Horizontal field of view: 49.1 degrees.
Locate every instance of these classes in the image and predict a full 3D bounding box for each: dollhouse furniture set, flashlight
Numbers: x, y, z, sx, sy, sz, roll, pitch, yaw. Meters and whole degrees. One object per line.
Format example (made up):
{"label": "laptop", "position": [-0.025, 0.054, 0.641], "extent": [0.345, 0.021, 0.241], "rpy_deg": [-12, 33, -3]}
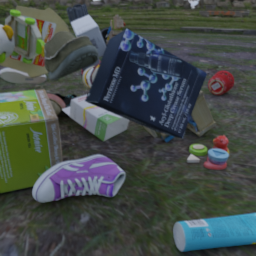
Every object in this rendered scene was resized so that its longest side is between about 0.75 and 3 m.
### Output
{"label": "dollhouse furniture set", "position": [1.774, -0.355, 10.882], "extent": [2.326, 1.639, 1.630], "rpy_deg": [-35, 31, -4]}
{"label": "flashlight", "position": [-1.613, -3.101, 10.688], "extent": [0.981, 2.897, 0.984], "rpy_deg": [18, 42, 40]}

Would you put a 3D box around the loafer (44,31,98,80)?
{"label": "loafer", "position": [-1.348, -1.489, 5.650], "extent": [0.917, 0.849, 2.438], "rpy_deg": [-29, 16, -21]}

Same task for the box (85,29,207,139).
{"label": "box", "position": [0.416, -0.965, 6.705], "extent": [2.287, 1.697, 1.224], "rpy_deg": [22, -2, -22]}

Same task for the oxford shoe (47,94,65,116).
{"label": "oxford shoe", "position": [-4.069, -0.894, 12.214], "extent": [2.888, 1.022, 1.066], "rpy_deg": [3, 50, 38]}

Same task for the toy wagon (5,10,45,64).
{"label": "toy wagon", "position": [-3.518, -3.049, 9.739], "extent": [2.017, 1.565, 0.399], "rpy_deg": [31, 37, 17]}

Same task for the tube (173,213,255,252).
{"label": "tube", "position": [2.102, 2.199, 5.975], "extent": [2.225, 0.561, 0.862], "rpy_deg": [-1, 32, -13]}

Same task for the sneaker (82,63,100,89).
{"label": "sneaker", "position": [-0.100, -1.917, 8.911], "extent": [2.661, 0.997, 1.199], "rpy_deg": [-34, 24, -21]}

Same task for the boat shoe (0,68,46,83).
{"label": "boat shoe", "position": [-4.496, -2.381, 11.992], "extent": [1.945, 0.700, 0.666], "rpy_deg": [-6, 62, -37]}

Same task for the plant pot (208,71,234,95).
{"label": "plant pot", "position": [5.071, -2.407, 15.391], "extent": [1.195, 1.195, 1.089], "rpy_deg": [17, 38, 33]}

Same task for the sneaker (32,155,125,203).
{"label": "sneaker", "position": [-1.119, 1.427, 7.238], "extent": [2.413, 0.875, 1.376], "rpy_deg": [-21, 35, -38]}

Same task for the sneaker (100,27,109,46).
{"label": "sneaker", "position": [-1.351, -3.699, 12.276], "extent": [2.502, 0.887, 1.037], "rpy_deg": [-48, 6, -34]}

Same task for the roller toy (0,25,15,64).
{"label": "roller toy", "position": [-4.377, -2.841, 9.227], "extent": [1.112, 1.219, 0.851], "rpy_deg": [20, 22, 11]}

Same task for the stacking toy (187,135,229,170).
{"label": "stacking toy", "position": [2.629, 0.697, 9.119], "extent": [1.310, 0.611, 1.447], "rpy_deg": [8, 25, 17]}

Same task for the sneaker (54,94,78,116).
{"label": "sneaker", "position": [-2.319, -0.922, 12.327], "extent": [2.399, 0.951, 0.904], "rpy_deg": [9, 24, 16]}

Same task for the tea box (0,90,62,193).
{"label": "tea box", "position": [-3.655, 0.286, 8.309], "extent": [2.940, 1.997, 2.989], "rpy_deg": [-9, 25, -21]}

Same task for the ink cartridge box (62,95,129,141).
{"label": "ink cartridge box", "position": [-1.305, -0.638, 11.068], "extent": [2.463, 0.829, 1.442], "rpy_deg": [33, 38, 26]}

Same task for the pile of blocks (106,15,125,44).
{"label": "pile of blocks", "position": [-0.447, -3.808, 10.943], "extent": [0.485, 0.641, 1.562], "rpy_deg": [-6, -16, -22]}

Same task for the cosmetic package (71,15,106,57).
{"label": "cosmetic package", "position": [-1.034, -2.370, 7.310], "extent": [0.591, 0.749, 1.393], "rpy_deg": [-25, 37, -1]}

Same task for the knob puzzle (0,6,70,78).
{"label": "knob puzzle", "position": [-3.235, -3.150, 10.582], "extent": [2.953, 2.953, 0.409], "rpy_deg": [4, -3, 8]}
